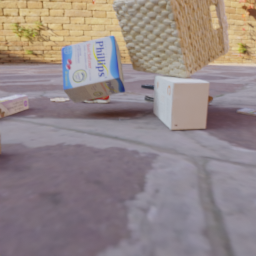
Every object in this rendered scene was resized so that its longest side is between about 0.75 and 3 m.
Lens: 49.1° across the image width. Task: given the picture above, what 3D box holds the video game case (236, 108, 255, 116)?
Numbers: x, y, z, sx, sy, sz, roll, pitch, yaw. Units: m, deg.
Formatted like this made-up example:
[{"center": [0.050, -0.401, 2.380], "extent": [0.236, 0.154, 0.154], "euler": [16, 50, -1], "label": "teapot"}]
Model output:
[{"center": [4.630, -0.566, 10.265], "extent": [0.729, 0.091, 1.019], "euler": [-13, 20, -40], "label": "video game case"}]

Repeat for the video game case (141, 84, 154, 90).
[{"center": [1.849, -2.467, 16.807], "extent": [1.464, 0.207, 1.620], "euler": [-12, 19, -35], "label": "video game case"}]

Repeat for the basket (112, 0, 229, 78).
[{"center": [1.439, -3.354, 9.223], "extent": [2.271, 2.799, 2.824], "euler": [-39, 37, -26], "label": "basket"}]

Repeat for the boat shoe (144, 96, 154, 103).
[{"center": [1.093, -1.276, 12.505], "extent": [0.840, 0.239, 0.281], "euler": [10, 18, 31], "label": "boat shoe"}]

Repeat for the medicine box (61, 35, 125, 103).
[{"center": [-1.204, -2.032, 9.762], "extent": [1.950, 1.776, 1.004], "euler": [-11, -23, 9], "label": "medicine box"}]

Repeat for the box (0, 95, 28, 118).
[{"center": [-4.528, -0.669, 9.772], "extent": [0.581, 0.543, 2.804], "euler": [4, 16, 15], "label": "box"}]

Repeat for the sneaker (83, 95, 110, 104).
[{"center": [-1.483, -1.426, 12.352], "extent": [1.432, 0.608, 0.551], "euler": [2, 16, 9], "label": "sneaker"}]

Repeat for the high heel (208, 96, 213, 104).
[{"center": [2.988, -1.097, 10.957], "extent": [1.360, 0.681, 1.908], "euler": [-9, 8, -7], "label": "high heel"}]

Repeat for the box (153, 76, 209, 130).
[{"center": [1.601, -0.902, 9.003], "extent": [1.094, 1.396, 2.245], "euler": [-2, 16, -8], "label": "box"}]

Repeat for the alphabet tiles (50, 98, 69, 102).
[{"center": [-3.133, -1.274, 12.832], "extent": [0.816, 0.061, 0.834], "euler": [-4, 16, -17], "label": "alphabet tiles"}]
